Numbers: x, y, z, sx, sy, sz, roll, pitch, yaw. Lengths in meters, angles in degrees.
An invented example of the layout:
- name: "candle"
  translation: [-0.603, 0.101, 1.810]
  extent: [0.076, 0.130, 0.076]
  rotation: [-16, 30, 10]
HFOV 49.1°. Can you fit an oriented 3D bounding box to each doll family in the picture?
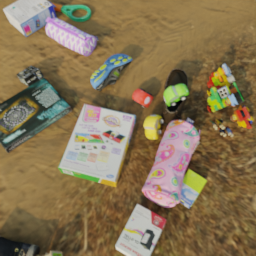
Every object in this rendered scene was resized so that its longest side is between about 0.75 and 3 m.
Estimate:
- name: "doll family"
  translation: [3.262, -0.015, 9.729]
  extent: [0.384, 0.565, 0.977]
  rotation: [-42, 107, 18]

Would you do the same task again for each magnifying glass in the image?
- name: "magnifying glass"
  translation: [-2.907, -5.587, 13.257]
  extent: [2.424, 0.271, 0.965]
  rotation: [18, 62, 12]

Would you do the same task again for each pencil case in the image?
- name: "pencil case"
  translation: [1.443, 1.077, 9.012]
  extent: [1.237, 1.237, 2.830]
  rotation: [20, 60, 11]
- name: "pencil case"
  translation: [-2.439, -3.880, 11.919]
  extent: [2.260, 0.966, 0.948]
  rotation: [28, 85, 16]

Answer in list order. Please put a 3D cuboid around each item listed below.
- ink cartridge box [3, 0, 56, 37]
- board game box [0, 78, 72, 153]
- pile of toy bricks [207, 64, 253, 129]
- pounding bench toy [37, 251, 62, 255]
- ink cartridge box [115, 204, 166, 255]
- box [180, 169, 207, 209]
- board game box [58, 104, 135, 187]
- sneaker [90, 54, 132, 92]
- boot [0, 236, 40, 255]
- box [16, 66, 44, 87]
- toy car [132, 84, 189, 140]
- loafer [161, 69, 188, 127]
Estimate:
- name: "ink cartridge box"
  translation: [-4.308, -5.281, 12.759]
  extent: [2.088, 0.797, 1.424]
  rotation: [-42, 68, -17]
- name: "board game box"
  translation: [-3.755, -0.543, 10.422]
  extent: [2.738, 0.386, 1.852]
  rotation: [-36, 67, -18]
- name: "pile of toy bricks"
  translation: [3.505, -1.043, 10.366]
  extent: [1.271, 1.429, 2.575]
  rotation: [-27, 70, 26]
- name: "pounding bench toy"
  translation: [-2.199, 3.898, 7.780]
  extent: [0.592, 0.471, 0.758]
  rotation: [-24, 56, 16]
- name: "ink cartridge box"
  translation: [0.377, 3.154, 8.282]
  extent: [1.006, 0.571, 1.380]
  rotation: [25, 64, 13]
- name: "box"
  translation: [1.966, 1.991, 9.089]
  extent: [0.690, 0.270, 1.131]
  rotation: [32, 67, 18]
- name: "board game box"
  translation: [-1.000, 0.537, 9.743]
  extent: [1.986, 0.523, 2.595]
  rotation: [14, 62, 7]
- name: "sneaker"
  translation: [-0.657, -2.203, 11.074]
  extent: [1.976, 0.819, 0.700]
  rotation: [-44, 61, -15]
- name: "boot"
  translation: [-3.599, 4.036, 7.683]
  extent: [1.582, 0.769, 2.100]
  rotation: [18, 59, 9]
- name: "box"
  translation: [-3.834, -2.039, 10.948]
  extent: [0.726, 0.382, 0.887]
  rotation: [-40, 40, -21]
- name: "toy car"
  translation: [1.130, -0.922, 9.935]
  extent: [2.102, 0.498, 2.233]
  rotation: [-32, 60, 26]
- name: "loafer"
  translation: [1.826, -1.277, 10.508]
  extent: [0.951, 0.930, 2.606]
  rotation: [8, 62, 4]
